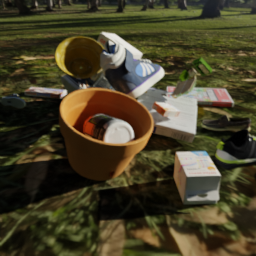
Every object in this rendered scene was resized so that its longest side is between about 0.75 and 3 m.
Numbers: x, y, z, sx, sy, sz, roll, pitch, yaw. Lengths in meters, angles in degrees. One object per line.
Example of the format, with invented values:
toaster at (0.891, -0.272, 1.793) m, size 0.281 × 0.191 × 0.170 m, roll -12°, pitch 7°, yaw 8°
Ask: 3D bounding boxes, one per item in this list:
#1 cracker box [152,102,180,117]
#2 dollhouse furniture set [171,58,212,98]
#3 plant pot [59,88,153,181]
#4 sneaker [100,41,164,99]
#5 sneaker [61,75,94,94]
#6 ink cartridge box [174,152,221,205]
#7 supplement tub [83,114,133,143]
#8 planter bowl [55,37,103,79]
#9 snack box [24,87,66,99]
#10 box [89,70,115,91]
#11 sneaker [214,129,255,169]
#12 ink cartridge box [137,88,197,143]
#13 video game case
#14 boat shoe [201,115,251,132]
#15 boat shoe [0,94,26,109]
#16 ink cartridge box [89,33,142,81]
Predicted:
cracker box at (1.255, -0.596, 9.206) m, size 0.825 × 0.238 × 0.553 m, roll -2°, pitch 34°, yaw -44°
dollhouse furniture set at (2.369, -1.658, 10.275) m, size 0.919 × 0.710 × 1.839 m, roll -9°, pitch 45°, yaw 54°
plant pot at (-0.677, 0.260, 7.456) m, size 2.365 × 1.656 × 2.365 m, roll 10°, pitch 37°, yaw -8°
sneaker at (0.096, -2.265, 9.701) m, size 1.121 × 2.037 × 2.782 m, roll -23°, pitch 16°, yaw 38°
sneaker at (-1.744, -1.542, 11.705) m, size 1.029 × 1.016 × 2.591 m, roll -30°, pitch 60°, yaw -24°
ink cartridge box at (1.663, 1.235, 6.817) m, size 0.823 × 0.802 × 1.281 m, roll -2°, pitch 24°, yaw -4°
supplement tub at (-0.574, 0.139, 7.228) m, size 0.895 × 0.895 × 1.461 m, roll -13°, pitch 18°, yaw -27°
planter bowl at (-1.734, -2.399, 10.311) m, size 1.826 × 0.760 × 1.826 m, roll 4°, pitch 64°, yaw -7°
snack box at (-4.142, -1.762, 14.040) m, size 1.973 × 0.240 × 0.709 m, roll 7°, pitch 25°, yaw 14°
box at (-0.912, -1.627, 11.037) m, size 0.905 × 1.148 × 0.293 m, roll 37°, pitch -4°, yaw -19°
sneaker at (3.567, 0.506, 8.205) m, size 2.352 × 0.974 × 0.843 m, roll -13°, pitch 27°, yaw -26°
ink cartridge box at (1.325, -0.546, 9.969) m, size 2.157 × 0.476 × 2.197 m, roll 14°, pitch 39°, yaw 5°
video game case at (3.350, -1.534, 13.530) m, size 2.964 × 0.259 × 2.119 m, roll 3°, pitch 25°, yaw 7°
boat shoe at (3.574, -0.205, 10.254) m, size 1.735 × 0.562 × 0.635 m, roll 4°, pitch 25°, yaw 8°
boat shoe at (-5.026, -1.266, 12.624) m, size 1.419 × 0.502 × 0.644 m, roll 10°, pitch 30°, yaw 25°
ink cartridge box at (-0.758, -2.639, 12.429) m, size 1.818 × 2.499 × 1.050 m, roll 40°, pitch 32°, yaw 20°
